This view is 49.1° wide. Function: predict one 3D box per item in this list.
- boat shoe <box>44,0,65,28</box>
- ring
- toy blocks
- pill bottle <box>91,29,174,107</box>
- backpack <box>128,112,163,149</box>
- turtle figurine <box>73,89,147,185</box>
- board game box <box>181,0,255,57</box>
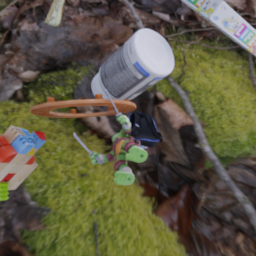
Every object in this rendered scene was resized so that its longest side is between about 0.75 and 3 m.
[{"bbox_3d":[-1.997,-3.542,7.820,0.430,0.502,1.370,11,101,-18],"label":"boat shoe"},{"bbox_3d":[-1.056,-0.498,6.745,2.493,2.493,0.239,-3,86,-2],"label":"ring"},{"bbox_3d":[-2.076,0.508,4.801,0.880,1.761,1.204,44,93,16],"label":"toy blocks"},{"bbox_3d":[0.016,-1.393,7.082,1.214,2.135,1.214,16,62,-33],"label":"pill bottle"},{"bbox_3d":[0.326,0.063,7.420,0.972,0.749,0.926,11,55,-24],"label":"backpack"},{"bbox_3d":[-0.342,0.325,5.467,1.116,1.551,1.504,-33,28,-4],"label":"turtle figurine"},{"bbox_3d":[2.281,-2.510,6.611,2.406,0.412,1.618,15,32,-39],"label":"board game box"}]
